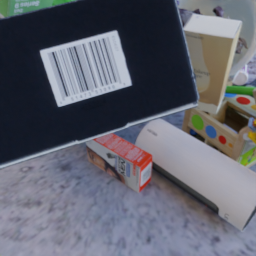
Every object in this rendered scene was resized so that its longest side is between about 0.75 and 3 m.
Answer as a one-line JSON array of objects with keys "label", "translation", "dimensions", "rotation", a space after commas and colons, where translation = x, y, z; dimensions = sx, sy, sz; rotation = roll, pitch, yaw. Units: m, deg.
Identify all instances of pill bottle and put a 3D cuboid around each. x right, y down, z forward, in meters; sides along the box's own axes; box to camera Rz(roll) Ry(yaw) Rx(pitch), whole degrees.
[{"label": "pill bottle", "translation": [4.095, -2.037, 10.256], "dimensions": [0.569, 0.569, 1.013], "rotation": [13, 42, 14]}]

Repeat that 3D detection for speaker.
[{"label": "speaker", "translation": [1.586, 0.934, 6.348], "dimensions": [2.963, 1.203, 1.203], "rotation": [33, 51, 31]}]

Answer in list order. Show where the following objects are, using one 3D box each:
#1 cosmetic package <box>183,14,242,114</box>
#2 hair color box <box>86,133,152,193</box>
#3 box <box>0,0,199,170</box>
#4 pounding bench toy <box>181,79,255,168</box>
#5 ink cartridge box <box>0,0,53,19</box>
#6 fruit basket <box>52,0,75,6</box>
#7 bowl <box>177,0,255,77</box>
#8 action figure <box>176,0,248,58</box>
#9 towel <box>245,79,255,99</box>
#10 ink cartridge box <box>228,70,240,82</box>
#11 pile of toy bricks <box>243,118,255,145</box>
[{"label": "cosmetic package", "translation": [1.299, -1.022, 4.704], "dimensions": [0.803, 1.526, 0.542], "rotation": [17, 52, 21]}, {"label": "hair color box", "translation": [-0.250, 0.736, 6.782], "dimensions": [1.673, 0.928, 0.535], "rotation": [28, 48, 29]}, {"label": "box", "translation": [-0.797, -0.849, 4.546], "dimensions": [2.738, 1.697, 2.691], "rotation": [-18, 11, -9]}, {"label": "pounding bench toy", "translation": [2.497, -0.414, 6.907], "dimensions": [1.553, 2.499, 1.949], "rotation": [-25, 47, -26]}, {"label": "ink cartridge box", "translation": [-2.739, -2.338, 5.932], "dimensions": [1.809, 2.490, 1.089], "rotation": [45, 47, 9]}, {"label": "fruit basket", "translation": [-2.746, -3.981, 8.308], "dimensions": [2.668, 2.668, 1.924], "rotation": [7, 34, 8]}, {"label": "bowl", "translation": [1.832, -2.111, 6.382], "dimensions": [2.326, 2.326, 1.045], "rotation": [23, 12, 24]}, {"label": "action figure", "translation": [1.332, -2.132, 5.725], "dimensions": [2.646, 0.918, 1.722], "rotation": [19, 11, -12]}, {"label": "towel", "translation": [5.012, -1.138, 9.488], "dimensions": [1.891, 0.327, 1.820], "rotation": [32, 47, 34]}, {"label": "ink cartridge box", "translation": [2.536, -1.755, 7.513], "dimensions": [0.990, 0.580, 1.370], "rotation": [32, 10, 14]}, {"label": "pile of toy bricks", "translation": [2.704, 0.213, 5.058], "dimensions": [0.608, 1.231, 0.683], "rotation": [-8, 54, 54]}]
